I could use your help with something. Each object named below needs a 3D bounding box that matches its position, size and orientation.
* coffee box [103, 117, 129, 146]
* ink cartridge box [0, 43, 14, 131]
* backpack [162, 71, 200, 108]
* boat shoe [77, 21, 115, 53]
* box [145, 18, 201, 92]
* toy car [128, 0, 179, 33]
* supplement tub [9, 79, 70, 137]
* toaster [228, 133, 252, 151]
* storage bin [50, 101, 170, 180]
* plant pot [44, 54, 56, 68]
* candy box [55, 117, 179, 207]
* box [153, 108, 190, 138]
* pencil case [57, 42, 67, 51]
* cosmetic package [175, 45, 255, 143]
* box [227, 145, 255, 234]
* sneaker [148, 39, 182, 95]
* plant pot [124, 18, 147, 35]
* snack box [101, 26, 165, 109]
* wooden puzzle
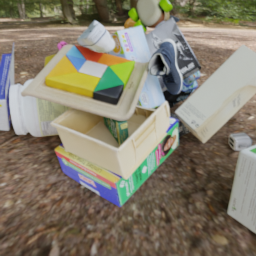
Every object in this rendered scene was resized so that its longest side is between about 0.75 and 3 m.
[{"bbox_3d":[-0.315,-0.121,6.602,0.246,0.689,1.121,-18,38,-17],"label":"coffee box"},{"bbox_3d":[-4.242,-1.402,9.626,0.520,2.212,2.186,3,54,-16],"label":"ink cartridge box"},{"bbox_3d":[1.928,-2.172,11.729,2.165,1.739,2.366,51,29,10],"label":"backpack"},{"bbox_3d":[-0.784,-2.136,6.885,0.716,0.650,1.948,-44,24,9],"label":"boat shoe"},{"bbox_3d":[1.035,-2.389,10.304,2.604,2.063,0.629,-29,-8,18],"label":"box"},{"bbox_3d":[1.169,-4.112,10.588,1.756,1.443,1.386,18,45,-49],"label":"toy car"},{"bbox_3d":[-2.419,-0.720,9.434,2.672,1.937,1.937,-6,26,-12],"label":"supplement tub"},{"bbox_3d":[3.475,0.431,8.730,0.515,0.453,0.797,-2,22,1],"label":"toaster"},{"bbox_3d":[-0.316,-0.049,6.466,1.948,0.913,1.934,18,47,34],"label":"storage bin"},{"bbox_3d":[-2.136,-1.957,11.030,1.575,1.786,1.786,-15,-24,40],"label":"plant pot"},{"bbox_3d":[-0.236,0.493,7.289,2.136,0.973,2.526,21,49,35],"label":"candy box"},{"bbox_3d":[0.867,-0.145,9.869,1.655,0.522,2.098,-23,33,-39],"label":"box"},{"bbox_3d":[-2.458,-3.059,10.699,0.443,0.457,0.977,-30,21,-2],"label":"pencil case"},{"bbox_3d":[2.828,-0.933,8.438,1.003,2.744,1.420,48,7,26],"label":"cosmetic package"},{"bbox_3d":[3.170,1.205,5.605,1.648,1.656,1.419,-15,30,-30],"label":"box"},{"bbox_3d":[0.981,-1.377,7.320,0.590,1.551,1.120,-1,35,26],"label":"sneaker"},{"bbox_3d":[0.395,-4.371,12.344,0.914,0.914,0.837,-11,23,-23],"label":"plant pot"},{"bbox_3d":[-0.278,-1.683,9.290,0.976,2.432,2.884,-24,10,-29],"label":"snack box"},{"bbox_3d":[-0.893,-1.296,6.825,2.612,0.486,2.417,12,44,8],"label":"wooden puzzle"}]
